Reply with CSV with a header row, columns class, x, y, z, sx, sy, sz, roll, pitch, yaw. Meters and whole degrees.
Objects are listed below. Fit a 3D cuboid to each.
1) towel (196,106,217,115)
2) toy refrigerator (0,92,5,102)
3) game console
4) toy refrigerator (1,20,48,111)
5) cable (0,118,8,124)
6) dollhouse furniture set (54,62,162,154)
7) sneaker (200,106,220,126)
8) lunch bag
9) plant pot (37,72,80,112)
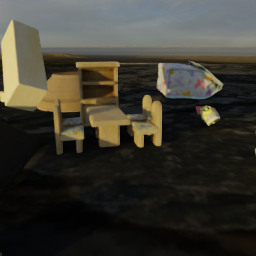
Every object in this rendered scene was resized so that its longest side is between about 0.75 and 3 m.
class,x,y,z,sx,sy,sz,roll,pitch,yaw
towel,2.998,-0.639,10.724,0.762,0.118,1.054,5,19,8
toy refrigerator,-5.164,-1.400,12.686,1.349,0.472,0.512,10,19,32
game console,-3.591,0.677,5.951,2.436,1.612,2.770,-29,15,6
toy refrigerator,-2.938,-1.775,7.922,0.873,0.948,2.497,11,48,-40
cable,-4.400,-0.243,9.140,0.773,0.241,0.947,-12,20,-37
dollhouse furniture set,-0.696,-0.762,7.804,2.591,1.964,2.957,-4,17,-12
sneaker,2.577,-0.468,8.936,0.545,0.553,1.446,-31,1,8
lunch bag,2.991,-2.418,14.016,2.744,1.744,2.327,4,18,-6
plant pot,-2.442,-1.634,11.939,2.949,1.361,2.949,-1,16,0
